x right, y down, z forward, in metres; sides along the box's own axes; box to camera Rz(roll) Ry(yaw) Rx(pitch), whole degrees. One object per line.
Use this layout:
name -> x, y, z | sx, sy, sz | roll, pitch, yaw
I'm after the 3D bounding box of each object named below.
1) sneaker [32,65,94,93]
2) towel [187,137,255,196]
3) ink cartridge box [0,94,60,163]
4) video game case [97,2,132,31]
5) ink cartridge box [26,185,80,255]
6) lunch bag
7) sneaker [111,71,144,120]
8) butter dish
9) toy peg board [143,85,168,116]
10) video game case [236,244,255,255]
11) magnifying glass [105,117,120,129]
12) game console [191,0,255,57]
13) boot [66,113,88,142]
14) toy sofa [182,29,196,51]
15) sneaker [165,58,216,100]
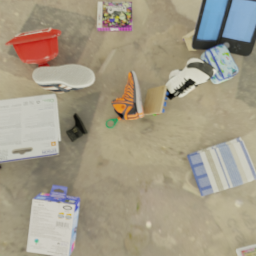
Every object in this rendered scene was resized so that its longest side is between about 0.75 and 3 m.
sneaker -> -2.506, -1.968, 11.390 | 2.494, 0.990, 0.978 | 5, 73, 8
towel -> 3.581, 1.467, 10.701 | 2.333, 0.278, 1.713 | -17, 75, -4
ink cartridge box -> -4.019, 0.075, 10.781 | 2.709, 0.551, 2.715 | -7, 63, -6
video game case -> -0.609, -5.118, 12.846 | 1.622, 0.290, 1.470 | 0, 72, 0
ink cartridge box -> -2.489, 3.102, 9.528 | 1.477, 0.826, 2.165 | 7, 94, 2
lunch bag -> 3.800, -2.651, 11.726 | 1.192, 0.611, 1.483 | -21, 83, -15
sneaker -> -0.114, -1.309, 11.311 | 1.222, 0.846, 2.181 | -11, 60, 8
butter dish -> -3.700, -3.188, 11.620 | 2.109, 2.103, 1.559 | -13, 117, -6
toy peg board -> 1.195, -1.005, 11.078 | 0.540, 1.098, 1.103 | 19, 77, -32
video game case -> 5.170, 4.911, 9.305 | 2.411, 0.286, 2.195 | -12, 58, -3
magnifying glass -> -0.497, -0.298, 11.378 | 0.928, 0.104, 0.369 | -32, 74, -8
game console -> 4.084, -4.315, 11.127 | 2.334, 2.735, 1.618 | 18, 28, 17
boot -> -2.144, -0.026, 11.123 | 0.772, 0.388, 1.032 | -27, 74, -8
toy sofa -> 3.190, -4.043, 12.338 | 1.512, 0.738, 0.626 | -36, 117, -11
sneaker -> 2.214, -1.694, 10.488 | 1.054, 2.860, 1.144 | 32, 78, -9
